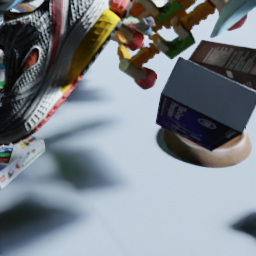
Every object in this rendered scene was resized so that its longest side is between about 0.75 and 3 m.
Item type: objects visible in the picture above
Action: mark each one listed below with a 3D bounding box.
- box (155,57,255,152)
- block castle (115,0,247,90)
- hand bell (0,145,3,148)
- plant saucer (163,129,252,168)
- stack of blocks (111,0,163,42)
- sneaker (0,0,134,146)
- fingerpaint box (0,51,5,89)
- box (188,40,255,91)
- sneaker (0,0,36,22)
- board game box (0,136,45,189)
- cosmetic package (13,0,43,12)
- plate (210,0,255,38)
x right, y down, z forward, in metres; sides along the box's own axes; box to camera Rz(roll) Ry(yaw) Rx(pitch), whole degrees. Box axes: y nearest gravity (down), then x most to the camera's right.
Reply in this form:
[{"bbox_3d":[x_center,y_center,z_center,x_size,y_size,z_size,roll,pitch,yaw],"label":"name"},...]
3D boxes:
[{"bbox_3d":[0.979,-0.228,3.897,1.046,1.483,0.585,25,80,9],"label":"box"},{"bbox_3d":[0.986,-2.311,6.313,1.293,2.757,1.842,21,46,-47],"label":"block castle"},{"bbox_3d":[-2.881,-0.798,4.439,1.350,2.592,1.350,2,36,-2],"label":"hand bell"},{"bbox_3d":[2.045,0.135,7.218,2.234,0.385,2.234,1,35,-1],"label":"plant saucer"},{"bbox_3d":[0.298,-3.657,9.254,1.326,0.674,2.302,28,57,21],"label":"stack of blocks"},{"bbox_3d":[-1.225,-0.950,3.901,1.214,2.955,1.150,37,22,-13],"label":"sneaker"},{"bbox_3d":[-3.350,-1.733,6.090,2.485,1.093,2.979,14,15,5],"label":"fingerpaint box"},{"bbox_3d":[2.001,-1.065,5.209,1.618,0.810,0.606,31,82,44],"label":"box"},{"bbox_3d":[-1.688,-2.366,4.399,0.819,0.732,2.000,-18,39,46],"label":"sneaker"},{"bbox_3d":[-3.345,0.500,6.656,2.274,0.394,1.436,16,38,21],"label":"board game box"},{"bbox_3d":[-2.379,-3.449,7.192,1.493,1.049,2.945,23,9,-15],"label":"cosmetic package"},{"bbox_3d":[1.877,-1.972,4.128,0.216,1.690,1.690,53,49,0],"label":"plate"}]
